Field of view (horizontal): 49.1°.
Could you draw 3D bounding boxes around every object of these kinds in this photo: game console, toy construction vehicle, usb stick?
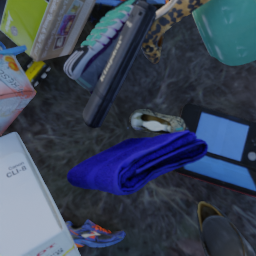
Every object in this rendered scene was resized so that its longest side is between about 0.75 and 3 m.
[{"bbox_3d":[2.652,0.513,7.783,2.617,1.553,2.255,17,81,2],"label":"game console"},{"bbox_3d":[-3.924,-1.489,8.591,2.169,0.877,2.491,37,85,-5],"label":"toy construction vehicle"},{"bbox_3d":[-0.240,-1.254,5.925,0.460,0.783,2.823,22,112,-19],"label":"usb stick"}]

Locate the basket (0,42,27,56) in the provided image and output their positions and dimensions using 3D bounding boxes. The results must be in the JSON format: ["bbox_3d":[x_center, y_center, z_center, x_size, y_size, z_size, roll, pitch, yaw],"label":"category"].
[{"bbox_3d":[-3.262,-1.625,6.717,1.369,1.207,0.952,-10,108,25],"label":"basket"}]

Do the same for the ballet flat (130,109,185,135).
[{"bbox_3d":[0.475,-0.115,6.167,1.568,0.591,0.532,12,106,42],"label":"ballet flat"}]

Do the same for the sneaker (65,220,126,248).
[{"bbox_3d":[-0.999,2.944,7.825,1.865,0.703,0.732,0,75,-2],"label":"sneaker"}]

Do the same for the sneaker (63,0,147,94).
[{"bbox_3d":[-0.334,-1.952,6.713,2.596,0.966,1.136,-49,125,-7],"label":"sneaker"}]

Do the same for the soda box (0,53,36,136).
[{"bbox_3d":[-2.838,-0.235,5.214,2.638,0.839,0.902,-37,82,34],"label":"soda box"}]

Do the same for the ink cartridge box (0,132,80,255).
[{"bbox_3d":[-2.350,1.971,5.268,2.114,2.910,2.104,-27,60,-19],"label":"ink cartridge box"}]

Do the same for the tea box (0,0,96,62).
[{"bbox_3d":[-2.466,-3.618,7.906,2.371,1.610,2.410,43,124,7],"label":"tea box"}]

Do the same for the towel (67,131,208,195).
[{"bbox_3d":[-0.015,0.650,5.783,2.031,2.750,0.681,-19,91,-30],"label":"towel"}]

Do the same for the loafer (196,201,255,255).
[{"bbox_3d":[1.794,2.210,5.581,0.917,2.519,0.911,-37,87,3],"label":"loafer"}]

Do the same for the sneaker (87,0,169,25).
[{"bbox_3d":[-0.205,-4.007,8.914,2.988,1.125,1.172,-4,72,-9],"label":"sneaker"}]

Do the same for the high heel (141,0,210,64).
[{"bbox_3d":[1.056,-2.151,6.010,1.581,2.218,0.792,6,59,13],"label":"high heel"}]

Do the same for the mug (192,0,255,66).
[{"bbox_3d":[2.344,-2.769,6.286,1.694,2.251,2.740,-23,113,24],"label":"mug"}]
